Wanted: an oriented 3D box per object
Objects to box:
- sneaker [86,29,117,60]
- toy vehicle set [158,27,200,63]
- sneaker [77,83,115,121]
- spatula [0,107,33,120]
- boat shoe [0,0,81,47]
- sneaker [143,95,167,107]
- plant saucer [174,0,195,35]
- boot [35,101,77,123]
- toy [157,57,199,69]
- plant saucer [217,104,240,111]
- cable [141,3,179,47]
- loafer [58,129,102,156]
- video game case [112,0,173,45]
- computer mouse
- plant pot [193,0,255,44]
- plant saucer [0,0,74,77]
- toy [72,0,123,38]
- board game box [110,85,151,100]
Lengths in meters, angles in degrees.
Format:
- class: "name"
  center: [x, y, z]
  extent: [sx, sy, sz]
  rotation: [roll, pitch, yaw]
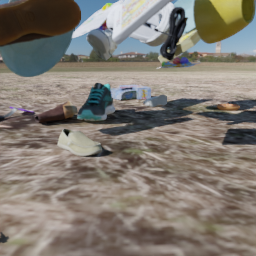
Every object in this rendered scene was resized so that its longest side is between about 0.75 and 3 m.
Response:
- class: "sneaker"
  center: [-0.859, -3.163, 10.015]
  extent: [0.907, 0.879, 2.484]
  rotation: [36, 1, -4]
- class: "toy vehicle set"
  center: [1.740, -2.568, 8.149]
  extent: [1.142, 0.244, 1.837]
  rotation: [-22, 19, 48]
- class: "sneaker"
  center: [-1.145, -0.988, 9.988]
  extent: [1.039, 1.221, 2.677]
  rotation: [2, 14, 7]
- class: "spatula"
  center: [-4.289, -0.477, 9.881]
  extent: [0.750, 0.273, 2.654]
  rotation: [12, 18, 15]
- class: "boat shoe"
  center: [-2.441, -2.541, 6.618]
  extent: [2.737, 0.964, 0.963]
  rotation: [-26, 26, -36]
- class: "sneaker"
  center: [1.262, -1.225, 12.628]
  extent: [1.292, 0.493, 0.520]
  rotation: [-11, 8, -42]
- class: "plant saucer"
  center: [2.266, -4.127, 10.639]
  extent: [1.948, 1.948, 0.375]
  rotation: [11, -11, 39]
- class: "boot"
  center: [-2.506, -0.519, 9.497]
  extent: [1.305, 0.568, 1.569]
  rotation: [-14, 9, -21]
- class: "toy"
  center: [1.097, -1.435, 6.110]
  extent: [0.507, 0.208, 0.880]
  rotation: [-25, 20, -37]
- class: "plant saucer"
  center: [4.178, -0.862, 11.694]
  extent: [0.913, 0.171, 0.913]
  rotation: [-1, 14, 0]
- class: "cable"
  center: [0.988, -3.577, 9.616]
  extent: [0.548, 1.583, 1.582]
  rotation: [22, 20, -44]
- class: "loafer"
  center: [-1.127, 0.308, 6.303]
  extent: [1.310, 0.447, 0.496]
  rotation: [10, 17, 36]
- class: "video game case"
  center: [0.363, -2.353, 5.067]
  extent: [1.591, 0.182, 1.447]
  rotation: [-32, 35, 26]
- class: "computer mouse"
  center: [0.333, -2.848, 7.714]
  extent: [2.505, 1.374, 0.550]
  rotation: [24, 6, 25]
- class: "plant pot"
  center: [2.089, -2.457, 5.868]
  extent: [1.248, 1.248, 0.886]
  rotation: [-12, 14, -41]
- class: "plant saucer"
  center: [-2.657, -2.867, 8.061]
  extent: [0.548, 2.845, 2.845]
  rotation: [32, 25, 18]
- class: "toy"
  center: [-1.080, -3.986, 10.710]
  extent: [1.461, 0.599, 2.538]
  rotation: [-9, 41, 33]
- class: "board game box"
  center: [0.153, -1.916, 15.033]
  extent: [2.036, 0.628, 2.035]
  rotation: [-10, 16, -36]
